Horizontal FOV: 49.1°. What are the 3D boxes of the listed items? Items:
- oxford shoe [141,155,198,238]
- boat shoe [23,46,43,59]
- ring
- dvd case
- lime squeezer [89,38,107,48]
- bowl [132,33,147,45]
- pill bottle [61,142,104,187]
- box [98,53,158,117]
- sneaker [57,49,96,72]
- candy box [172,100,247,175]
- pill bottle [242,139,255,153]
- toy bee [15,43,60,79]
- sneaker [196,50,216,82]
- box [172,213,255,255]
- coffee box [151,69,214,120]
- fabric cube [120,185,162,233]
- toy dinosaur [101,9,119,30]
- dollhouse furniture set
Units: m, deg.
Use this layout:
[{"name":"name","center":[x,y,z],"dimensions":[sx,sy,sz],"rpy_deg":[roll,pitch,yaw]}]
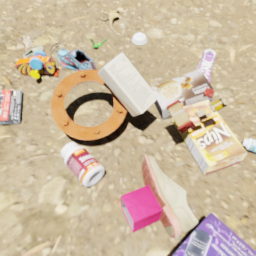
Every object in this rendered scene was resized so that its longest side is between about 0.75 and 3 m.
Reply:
[{"name":"oxford shoe","center":[1.223,2.020,8.912],"dimensions":[1.005,0.964,2.723],"rpy_deg":[-15,63,-18]},{"name":"boat shoe","center":[-4.558,-3.620,13.520],"dimensions":[0.445,0.384,1.237],"rpy_deg":[21,55,16]},{"name":"ring","center":[-1.400,-0.902,10.059],"dimensions":[2.759,0.265,2.759],"rpy_deg":[1,71,-4]},{"name":"dvd case","center":[-5.527,-0.875,11.184],"dimensions":[2.355,0.259,1.719],"rpy_deg":[0,51,-18]},{"name":"lime squeezer","center":[-1.527,-4.238,13.983],"dimensions":[0.267,0.500,1.415],"rpy_deg":[13,21,30]},{"name":"bowl","center":[0.582,-4.614,14.314],"dimensions":[0.779,0.350,0.779],"rpy_deg":[0,53,0]},{"name":"pill bottle","center":[-1.586,1.198,9.506],"dimensions":[0.865,0.865,1.532],"rpy_deg":[-37,60,-25]},{"name":"box","center":[-0.011,-1.442,9.581],"dimensions":[0.940,0.770,1.980],"rpy_deg":[-42,100,-20]},{"name":"sneaker","center":[-2.320,-3.202,12.726],"dimensions":[2.357,1.126,0.935],"rpy_deg":[31,58,22]},{"name":"candy box","center":[2.876,0.273,10.291],"dimensions":[1.526,0.731,2.644],"rpy_deg":[-16,54,-13]},{"name":"pill bottle","center":[4.592,0.670,10.176],"dimensions":[0.819,0.454,0.454],"rpy_deg":[21,55,16]},{"name":"toy bee","center":[-3.772,-2.709,12.460],"dimensions":[2.360,1.283,1.545],"rpy_deg":[3,50,36]},{"name":"sneaker","center":[3.278,-2.529,12.136],"dimensions":[0.808,1.271,2.229],"rpy_deg":[14,55,9]},{"name":"box","center":[2.007,3.787,7.260],"dimensions":[2.410,1.257,1.783],"rpy_deg":[-38,62,-26]},{"name":"coffee box","center":[2.139,-1.331,11.185],"dimensions":[2.139,0.853,1.223],"rpy_deg":[-20,59,-1]},{"name":"fabric cube","center":[0.375,2.452,8.507],"dimensions":[0.934,0.919,0.937],"rpy_deg":[-20,54,-15]},{"name":"toy dinosaur","center":[-0.988,-6.154,15.387],"dimensions":[0.938,0.540,1.854],"rpy_deg":[10,53,6]},{"name":"dollhouse furniture set","center":[2.217,-0.641,9.137],"dimensions":[1.716,0.698,0.923],"rpy_deg":[-30,69,13]}]
